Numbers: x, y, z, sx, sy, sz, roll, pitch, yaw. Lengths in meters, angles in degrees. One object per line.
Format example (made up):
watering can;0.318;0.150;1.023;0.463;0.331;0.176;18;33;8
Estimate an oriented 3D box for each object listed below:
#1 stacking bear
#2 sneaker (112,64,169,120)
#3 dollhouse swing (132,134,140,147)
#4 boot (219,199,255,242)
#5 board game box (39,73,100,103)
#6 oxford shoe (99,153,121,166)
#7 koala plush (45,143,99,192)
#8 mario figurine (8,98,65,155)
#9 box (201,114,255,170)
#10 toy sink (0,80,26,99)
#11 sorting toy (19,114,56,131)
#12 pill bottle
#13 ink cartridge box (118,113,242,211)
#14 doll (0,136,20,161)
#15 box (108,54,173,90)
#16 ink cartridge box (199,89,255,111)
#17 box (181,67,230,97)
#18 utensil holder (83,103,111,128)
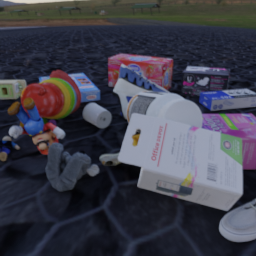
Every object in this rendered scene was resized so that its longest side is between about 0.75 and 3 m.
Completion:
stacking bear;-2.594;-0.965;9.269;1.518;1.621;2.670;31;11;-1
sneaker;0.607;-0.859;10.172;2.899;1.674;1.171;31;13;-5
dollhouse swing;0.866;0.590;7.067;1.116;1.154;1.270;-31;27;7
boot;2.567;1.463;5.451;1.877;0.897;0.690;-14;29;-28
board game box;-2.788;-1.847;12.952;2.237;0.541;2.958;-9;27;-19
oxford shoe;-0.299;0.855;7.477;0.949;0.357;0.274;-3;51;-26
koala plush;-1.314;0.934;6.818;1.017;1.054;1.147;21;10;20
mario figurine;-2.423;0.115;7.474;1.074;1.739;0.922;4;45;34
box;2.797;0.330;7.841;1.925;0.931;1.693;-1;25;-1
toy sink;-5.120;-1.676;12.300;1.126;0.734;0.631;0;22;-2
sorting toy;-3.145;-0.108;9.528;1.454;0.504;0.501;9;50;22
pill bottle;0.961;-0.317;8.073;1.427;1.427;2.452;-9;13;-18
ink cartridge box;1.061;0.669;5.917;2.420;0.815;1.417;15;51;4
doll;-3.568;0.577;8.074;0.826;0.293;1.210;-1;21;-13
box;0.567;-2.666;13.633;2.912;1.452;1.390;13;28;25
ink cartridge box;4.199;-1.179;11.595;2.209;0.488;1.038;-6;25;-12
box;3.546;-2.112;12.809;1.992;1.143;1.316;9;27;19
utensil holder;-1.070;-0.419;9.757;0.697;0.697;0.820;-20;34;-36
